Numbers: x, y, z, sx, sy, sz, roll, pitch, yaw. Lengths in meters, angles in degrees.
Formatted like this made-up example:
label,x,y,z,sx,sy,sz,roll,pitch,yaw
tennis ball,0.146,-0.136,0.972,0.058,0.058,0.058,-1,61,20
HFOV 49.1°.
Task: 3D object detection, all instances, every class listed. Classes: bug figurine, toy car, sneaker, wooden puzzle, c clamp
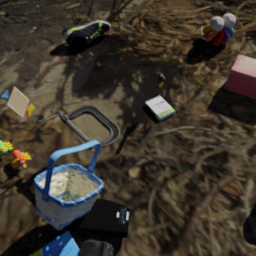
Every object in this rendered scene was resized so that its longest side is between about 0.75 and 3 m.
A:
label,x,y,z,sx,sy,sz,roll,pitch,yaw
bug figurine,-4.369,1.154,9.195,2.012,0.518,1.560,-35,58,-25
toy car,4.485,-4.692,13.759,1.666,1.458,1.249,-20,87,-17
sneaker,-2.000,-4.541,13.953,2.556,0.916,1.058,-19,73,-13
wooden puzzle,-3.180,-0.716,8.094,0.133,1.141,0.770,-8,50,19
c clamp,-1.392,0.009,8.748,2.125,0.288,1.815,36,50,22

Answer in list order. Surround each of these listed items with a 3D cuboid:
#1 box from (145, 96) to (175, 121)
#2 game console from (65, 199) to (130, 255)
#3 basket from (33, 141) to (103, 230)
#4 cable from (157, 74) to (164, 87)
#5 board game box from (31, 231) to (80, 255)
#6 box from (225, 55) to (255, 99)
label,x,y,z,sx,sy,sz,roll,pitch,yaw
box,1.247,-0.782,11.055,0.735,0.185,1.018,-25,53,-20
game console,-0.923,3.113,7.349,1.737,0.355,2.945,5,39,4
basket,-1.502,1.378,7.159,1.424,2.047,1.805,31,21,24
cable,1.262,-1.782,10.179,0.247,0.981,0.476,12,88,-7
board game box,-2.014,3.861,6.973,2.076,0.419,1.588,-29,56,-22
box,5.186,-2.016,11.513,1.921,1.047,1.228,23,54,18
